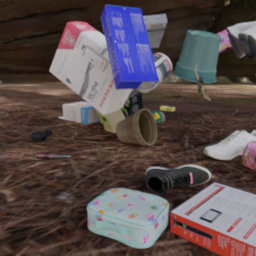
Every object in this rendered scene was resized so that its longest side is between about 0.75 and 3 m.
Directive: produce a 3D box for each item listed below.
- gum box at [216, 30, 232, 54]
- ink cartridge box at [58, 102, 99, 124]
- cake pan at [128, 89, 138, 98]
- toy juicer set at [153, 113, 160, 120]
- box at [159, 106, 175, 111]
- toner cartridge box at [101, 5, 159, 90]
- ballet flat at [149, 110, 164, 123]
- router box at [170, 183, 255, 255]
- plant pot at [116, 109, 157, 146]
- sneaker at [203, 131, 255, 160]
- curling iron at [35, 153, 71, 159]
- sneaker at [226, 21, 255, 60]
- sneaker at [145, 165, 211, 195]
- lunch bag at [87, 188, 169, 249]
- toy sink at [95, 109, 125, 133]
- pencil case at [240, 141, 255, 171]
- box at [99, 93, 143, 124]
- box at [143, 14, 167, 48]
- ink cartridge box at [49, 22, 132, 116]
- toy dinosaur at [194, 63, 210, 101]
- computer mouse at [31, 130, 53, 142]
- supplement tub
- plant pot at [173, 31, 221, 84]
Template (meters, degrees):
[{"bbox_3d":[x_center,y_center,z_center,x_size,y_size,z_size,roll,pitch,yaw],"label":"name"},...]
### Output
[{"bbox_3d":[3.899,-3.608,11.932,1.250,0.709,0.413,-21,-8,29],"label":"gum box"},{"bbox_3d":[-2.588,-0.894,15.548,2.574,0.873,1.482,10,16,38],"label":"ink cartridge box"},{"bbox_3d":[-0.697,-2.479,11.861,2.852,2.852,0.523,-7,-28,-29],"label":"cake pan"},{"bbox_3d":[0.853,-0.240,13.922,1.418,0.386,0.902,-21,13,26],"label":"toy juicer set"},{"bbox_3d":[2.603,-1.280,18.656,0.976,0.245,0.367,8,15,33],"label":"box"},{"bbox_3d":[0.015,-2.049,7.128,1.028,2.163,0.467,-4,-18,-24],"label":"toner cartridge box"},{"bbox_3d":[1.339,-0.622,15.148,1.920,0.664,0.683,12,-2,44],"label":"ballet flat"},{"bbox_3d":[1.923,1.688,5.215,1.578,0.429,1.758,12,17,42],"label":"router box"},{"bbox_3d":[0.252,0.053,10.782,1.227,1.414,1.414,-10,5,34],"label":"plant pot"},{"bbox_3d":[3.500,0.536,9.302,2.235,0.896,0.786,-6,16,-17],"label":"sneaker"},{"bbox_3d":[-2.486,0.915,9.245,1.186,0.152,0.294,0,12,2],"label":"curling iron"},{"bbox_3d":[2.903,-2.092,6.443,0.915,0.783,2.102,-27,20,13],"label":"sneaker"},{"bbox_3d":[1.164,1.295,6.777,1.626,0.575,0.806,-2,14,14],"label":"sneaker"},{"bbox_3d":[-0.035,1.636,5.204,1.405,0.542,1.127,6,18,28],"label":"lunch bag"},{"bbox_3d":[-0.699,-0.325,12.778,0.830,1.482,0.966,-38,28,-20],"label":"toy sink"},{"bbox_3d":[3.947,0.980,7.416,0.892,0.854,2.063,-7,15,-17],"label":"pencil case"},{"bbox_3d":[-0.400,-0.973,14.249,1.999,1.485,1.243,2,13,29],"label":"box"},{"bbox_3d":[0.565,-3.211,9.570,1.239,0.327,1.589,-8,-14,-6],"label":"box"},{"bbox_3d":[-1.079,-1.967,9.280,2.610,1.912,1.080,39,30,13],"label":"ink cartridge box"},{"bbox_3d":[1.851,-1.124,7.162,0.243,1.024,0.451,-16,13,20],"label":"toy dinosaur"},{"bbox_3d":[-3.556,0.333,11.674,0.527,0.306,1.799,10,7,3],"label":"computer mouse"},{"bbox_3d":[0.870,-2.018,10.286,0.989,0.989,1.410,13,46,44],"label":"supplement tub"},{"bbox_3d":[2.535,-2.577,10.002,1.595,1.562,1.595,7,27,-4],"label":"plant pot"}]
